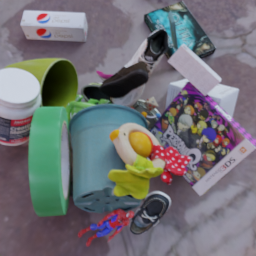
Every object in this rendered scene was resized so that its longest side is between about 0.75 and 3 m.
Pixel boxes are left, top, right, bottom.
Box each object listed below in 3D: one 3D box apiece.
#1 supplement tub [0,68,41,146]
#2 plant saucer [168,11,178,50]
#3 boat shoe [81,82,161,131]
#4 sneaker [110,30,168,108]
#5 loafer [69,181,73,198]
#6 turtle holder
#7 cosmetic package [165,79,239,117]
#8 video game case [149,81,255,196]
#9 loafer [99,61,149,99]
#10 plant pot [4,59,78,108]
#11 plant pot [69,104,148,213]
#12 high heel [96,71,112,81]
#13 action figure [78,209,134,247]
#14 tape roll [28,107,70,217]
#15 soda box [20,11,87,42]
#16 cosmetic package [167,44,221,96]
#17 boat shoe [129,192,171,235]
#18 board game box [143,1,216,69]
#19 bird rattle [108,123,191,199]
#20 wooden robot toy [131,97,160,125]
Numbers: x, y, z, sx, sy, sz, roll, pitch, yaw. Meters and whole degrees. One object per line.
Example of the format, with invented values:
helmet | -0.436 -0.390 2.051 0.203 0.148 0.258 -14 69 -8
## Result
supplement tub | -3.241 -0.534 7.891 1.390 1.981 1.390 13 50 -16
plant saucer | 1.573 -3.343 9.775 0.142 1.493 0.522 -16 65 7
boat shoe | -0.246 -0.655 9.349 2.956 0.883 1.056 28 103 14
sneaker | 0.301 -1.782 8.198 1.002 1.528 2.655 31 86 -1
loafer | -1.191 1.749 8.673 1.814 0.637 0.616 -11 68 -5
turtle holder | -1.236 -0.275 8.591 1.827 1.388 1.298 10 92 -5
cosmetic package | 2.237 -0.634 8.717 1.689 1.405 1.414 23 31 34
video game case | 1.932 0.327 7.895 0.444 2.246 2.478 -18 61 -49
loafer | -0.095 -1.354 7.909 1.787 0.652 0.637 -14 50 40
plant pot | -3.153 -1.467 9.447 2.164 2.025 2.025 15 68 20
plant pot | -0.554 0.960 7.685 2.350 2.350 2.302 -1 55 0
high heel | -0.641 -1.750 9.348 0.499 0.350 1.039 -48 53 -1
action figure | -0.545 2.632 7.453 1.764 0.456 0.577 -35 95 20
tape roll | -1.995 0.863 7.471 0.684 2.847 2.847 -2 68 -6
soda box | -2.843 -3.966 10.935 2.393 0.815 0.762 2 68 1
cosmetic package | 1.729 -1.509 7.302 1.352 0.558 0.342 43 33 -2
boat shoe | 0.542 2.279 7.287 0.684 1.810 0.546 29 46 7
board game box | 1.999 -3.734 11.080 1.807 0.376 2.672 -24 70 -9
bird rattle | 0.479 0.606 6.647 2.201 1.240 1.795 -20 71 -47
wooden robot toy | 0.064 -0.109 8.273 0.939 0.967 2.131 39 96 22
